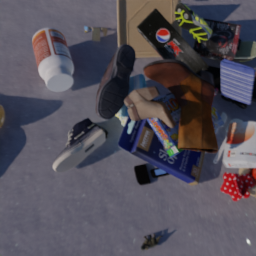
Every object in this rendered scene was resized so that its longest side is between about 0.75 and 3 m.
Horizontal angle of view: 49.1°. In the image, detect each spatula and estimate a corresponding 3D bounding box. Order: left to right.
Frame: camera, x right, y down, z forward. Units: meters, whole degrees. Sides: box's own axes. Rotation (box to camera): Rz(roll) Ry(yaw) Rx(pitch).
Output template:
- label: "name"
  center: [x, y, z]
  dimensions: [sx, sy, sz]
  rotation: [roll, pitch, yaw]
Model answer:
- label: "spatula"
  center: [3.111, 0.203, 10.263]
  dimensions: [1.447, 0.167, 2.081]
  rotation: [30, 68, 16]

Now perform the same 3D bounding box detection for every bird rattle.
- label: "bird rattle"
  center: [4.049, 1.747, 8.896]
  dimensions: [2.039, 1.149, 1.663]
  rotation: [19, 56, 13]

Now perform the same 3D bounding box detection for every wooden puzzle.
- label: "wooden puzzle"
  center: [0.923, -4.323, 12.067]
  dimensions: [2.774, 0.517, 2.566]
  rotation: [-2, 94, -3]

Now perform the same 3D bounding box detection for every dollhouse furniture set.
- label: "dollhouse furniture set"
  center: [-1.497, -4.302, 12.766]
  dimensions: [0.813, 0.562, 0.861]
  rotation: [-9, 26, -29]

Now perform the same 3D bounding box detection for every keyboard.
- label: "keyboard"
  center: [4.225, -1.477, 10.897]
  dimensions: [2.875, 0.369, 1.726]
  rotation: [16, 58, 17]

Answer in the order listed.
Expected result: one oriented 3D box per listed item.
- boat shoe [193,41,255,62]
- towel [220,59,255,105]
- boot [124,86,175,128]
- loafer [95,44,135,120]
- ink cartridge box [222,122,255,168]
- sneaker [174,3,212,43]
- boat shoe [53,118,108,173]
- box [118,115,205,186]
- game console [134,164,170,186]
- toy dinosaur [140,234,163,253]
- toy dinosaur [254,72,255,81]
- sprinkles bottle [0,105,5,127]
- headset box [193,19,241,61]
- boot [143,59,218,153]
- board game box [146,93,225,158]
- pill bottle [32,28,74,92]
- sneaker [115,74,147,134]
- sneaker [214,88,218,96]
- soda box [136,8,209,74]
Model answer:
- label: "boat shoe"
  center: [4.091, -3.239, 11.826]
  dimensions: [2.609, 0.786, 0.930]
  rotation: [11, 90, 17]
- label: "towel"
  center: [3.301, -1.382, 8.515]
  dimensions: [1.044, 1.442, 0.172]
  rotation: [30, 66, 34]
- label: "boot"
  center: [0.582, -0.478, 8.270]
  dimensions: [1.094, 0.525, 1.496]
  rotation: [-27, 87, 19]
- label: "loafer"
  center: [-0.483, -1.532, 9.650]
  dimensions: [0.972, 0.852, 2.705]
  rotation: [23, 79, -26]
- label: "ink cartridge box"
  center: [4.149, 0.495, 8.903]
  dimensions: [2.023, 0.507, 1.641]
  rotation: [-9, 44, 39]
- label: "sneaker"
  center: [2.404, -3.916, 10.390]
  dimensions: [0.665, 0.656, 1.739]
  rotation: [-39, 89, -35]
- label: "boat shoe"
  center: [-1.848, 0.559, 9.759]
  dimensions: [2.230, 0.833, 1.034]
  rotation: [-36, 60, -26]
- label: "box"
  center: [1.235, 0.473, 9.238]
  dimensions: [2.943, 0.477, 1.783]
  rotation: [28, 62, -13]
- label: "game console"
  center: [0.824, 1.515, 9.523]
  dimensions: [1.182, 0.142, 0.697]
  rotation: [-11, 61, -7]
- label: "toy dinosaur"
  center: [0.681, 3.431, 8.411]
  dimensions: [0.790, 0.304, 0.404]
  rotation: [-13, 75, -15]
- label: "toy dinosaur"
  center: [4.256, -1.560, 9.993]
  dimensions: [0.474, 0.748, 1.104]
  rotation: [23, 65, -10]
- label: "sprinkles bottle"
  center: [-6.050, -0.535, 10.195]
  dimensions: [2.803, 0.956, 0.956]
  rotation: [6, 61, 3]
- label: "headset box"
  center: [3.565, -3.443, 11.074]
  dimensions: [1.769, 0.664, 1.315]
  rotation: [11, 88, 4]
- label: "boot"
  center: [1.592, -0.616, 8.684]
  dimensions: [2.547, 0.926, 2.705]
  rotation: [14, 68, -24]
- label: "board game box"
  center: [1.885, -0.365, 9.327]
  dimensions: [2.716, 0.468, 1.839]
  rotation: [-25, 78, -38]
- label: "pill bottle"
  center: [-2.960, -2.690, 11.183]
  dimensions: [1.369, 1.369, 2.441]
  rotation: [-16, 62, -9]
- label: "sneaker"
  center: [-0.284, -0.529, 10.217]
  dimensions: [1.893, 1.153, 2.900]
  rotation: [-3, 68, 13]
- label: "sneaker"
  center: [2.723, -1.407, 9.749]
  dimensions: [0.839, 0.338, 0.313]
  rotation: [40, 94, 20]
- label: "soda box"
  center: [1.711, -3.097, 10.892]
  dimensions: [1.059, 0.948, 2.992]
  rotation: [-42, 91, 10]
